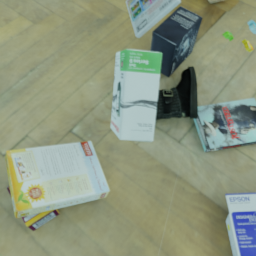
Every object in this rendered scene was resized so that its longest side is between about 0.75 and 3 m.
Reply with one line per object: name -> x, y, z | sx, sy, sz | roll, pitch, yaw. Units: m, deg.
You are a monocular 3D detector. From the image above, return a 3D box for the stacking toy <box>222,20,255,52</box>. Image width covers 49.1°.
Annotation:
stacking toy -> 4.104, -3.097, 8.919 | 1.913, 1.443, 0.450 | -1, 68, -45

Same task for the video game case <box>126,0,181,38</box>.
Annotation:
video game case -> 0.751, -4.139, 9.195 | 0.215, 1.815, 1.652 | 12, 57, -44

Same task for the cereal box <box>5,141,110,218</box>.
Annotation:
cereal box -> -2.300, 1.549, 9.177 | 2.943, 0.582, 2.117 | -5, 53, -29

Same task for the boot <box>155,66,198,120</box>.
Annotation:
boot -> 1.717, -1.432, 11.281 | 2.079, 1.046, 2.781 | -1, 47, 13

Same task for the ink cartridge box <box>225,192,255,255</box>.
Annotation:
ink cartridge box -> 4.622, 3.474, 8.715 | 2.830, 0.673, 2.864 | -2, 59, 1

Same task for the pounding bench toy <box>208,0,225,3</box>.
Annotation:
pounding bench toy -> 4.552, -7.738, 14.594 | 1.241, 1.559, 1.998 | -15, 61, -8

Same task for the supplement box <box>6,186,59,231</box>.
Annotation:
supplement box -> -3.115, 2.405, 9.203 | 1.009, 0.795, 1.541 | -30, 65, -18

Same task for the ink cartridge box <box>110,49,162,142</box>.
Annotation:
ink cartridge box -> 0.162, -0.963, 8.232 | 1.030, 1.788, 2.450 | 3, 100, -12

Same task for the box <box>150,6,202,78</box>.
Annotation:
box -> 1.966, -3.635, 11.985 | 1.192, 1.997, 2.031 | 35, 66, 17

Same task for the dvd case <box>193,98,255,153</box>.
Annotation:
dvd case -> 4.013, -0.150, 10.966 | 2.682, 0.295, 1.958 | -9, 60, -3
